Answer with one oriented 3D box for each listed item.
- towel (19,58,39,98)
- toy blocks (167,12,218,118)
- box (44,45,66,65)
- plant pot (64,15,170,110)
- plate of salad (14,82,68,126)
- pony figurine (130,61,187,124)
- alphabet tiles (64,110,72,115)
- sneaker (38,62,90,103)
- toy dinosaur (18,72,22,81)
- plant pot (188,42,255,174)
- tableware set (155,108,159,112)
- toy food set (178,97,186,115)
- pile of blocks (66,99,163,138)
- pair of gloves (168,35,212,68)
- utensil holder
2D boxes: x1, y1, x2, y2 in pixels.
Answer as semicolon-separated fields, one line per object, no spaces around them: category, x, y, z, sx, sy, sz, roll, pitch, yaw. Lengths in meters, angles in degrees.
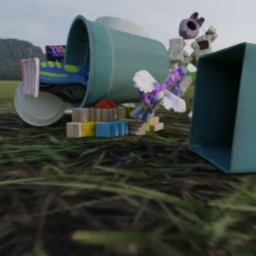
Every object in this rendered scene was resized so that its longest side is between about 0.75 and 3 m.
towel;-2.687;-1.359;7.580;0.206;1.009;1.378;-3;11;-33
toy blocks;2.057;-1.896;9.975;2.320;2.576;2.756;-48;-2;-26
box;-1.867;-2.152;9.280;1.617;1.156;0.292;-8;5;-23
plant pot;-0.341;-1.777;8.444;2.596;2.650;2.650;0;7;-27
plate of salad;-2.719;-0.895;8.831;1.716;1.716;0.412;-6;19;-35
pony figurine;0.733;-0.843;7.039;1.411;1.694;1.635;39;41;-1
alphabet tiles;-1.945;-0.701;13.137;2.344;0.171;2.292;7;10;41
sneaker;-1.481;-1.254;8.282;2.549;0.904;1.056;8;-29;-16
toy dinosaur;-3.681;-1.937;11.197;1.208;0.818;0.518;39;4;-15
plant pot;2.580;-0.290;4.703;2.518;1.780;1.779;3;7;-7
tableware set;1.138;-0.911;14.663;0.931;0.187;0.616;1;-6;-39
toy food set;2.036;-0.917;10.675;0.290;0.888;0.522;-2;-33;-11
pile of blocks;-0.228;-0.319;7.613;2.986;0.928;1.226;-7;11;-38
pair of gloves;1.821;-2.291;8.402;1.344;1.143;0.236;2;-23;16
utensil holder;-0.639;-2.411;11.017;2.548;2.998;2.548;15;-4;1
